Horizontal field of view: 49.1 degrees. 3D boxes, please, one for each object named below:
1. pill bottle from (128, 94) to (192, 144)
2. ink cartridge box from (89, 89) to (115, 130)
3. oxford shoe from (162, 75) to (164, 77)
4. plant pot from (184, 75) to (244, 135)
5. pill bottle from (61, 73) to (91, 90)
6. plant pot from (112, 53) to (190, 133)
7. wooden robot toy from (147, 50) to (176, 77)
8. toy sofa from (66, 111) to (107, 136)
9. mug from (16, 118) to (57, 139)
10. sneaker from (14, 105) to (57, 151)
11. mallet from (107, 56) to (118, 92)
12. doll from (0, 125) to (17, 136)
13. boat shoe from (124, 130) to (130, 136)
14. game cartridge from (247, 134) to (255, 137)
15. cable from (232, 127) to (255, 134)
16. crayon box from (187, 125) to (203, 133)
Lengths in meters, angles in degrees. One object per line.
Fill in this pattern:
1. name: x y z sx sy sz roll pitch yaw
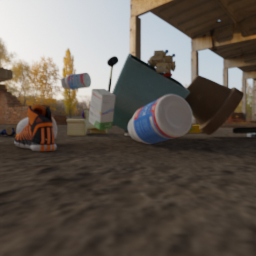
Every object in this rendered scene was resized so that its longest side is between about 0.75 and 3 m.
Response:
1. pill bottle: 0.873 -0.166 8.911 1.271 1.271 2.265 -1 -11 -27
2. ink cartridge box: -1.045 -0.757 11.083 0.618 1.413 1.027 -8 25 -31
3. oxford shoe: 1.526 -1.704 12.279 0.445 1.247 0.445 -7 17 5
4. plant pot: 3.666 -1.270 13.033 2.190 2.511 2.511 39 4 2
5. pill bottle: -2.369 -2.089 12.675 1.266 0.688 0.688 -5 0 18
6. plant pot: 0.538 -1.268 12.316 2.821 2.881 2.829 29 15 -7
7. wooden robot toy: 1.172 -2.448 10.777 0.988 0.959 2.177 4 8 22
8. toy sofa: -2.207 -0.290 15.543 1.116 1.315 2.695 1 3 22
9. mug: -3.185 0.145 9.897 1.149 0.967 1.310 -2 -30 20
10. sneaker: -2.682 -0.034 8.172 0.867 1.252 2.235 -2 2 -41
11. mallet: -0.717 -2.194 12.040 0.379 1.839 0.606 9 -14 -24
12. doll: -5.884 0.175 14.058 1.276 0.453 1.870 -11 1 -33
13. boat shoe: 1.005 0.041 13.950 2.433 0.693 0.813 0 -3 -12
14. game cartridge: 6.166 0.353 13.282 0.909 0.184 0.606 0 -2 -3
15. cable: 6.258 0.259 12.785 2.702 0.680 1.312 -7 12 6
16. crayon box: 3.846 0.058 17.517 1.876 0.476 1.191 1 2 6
